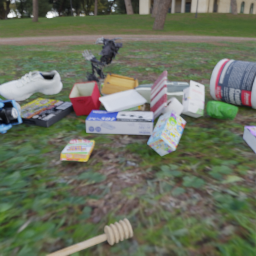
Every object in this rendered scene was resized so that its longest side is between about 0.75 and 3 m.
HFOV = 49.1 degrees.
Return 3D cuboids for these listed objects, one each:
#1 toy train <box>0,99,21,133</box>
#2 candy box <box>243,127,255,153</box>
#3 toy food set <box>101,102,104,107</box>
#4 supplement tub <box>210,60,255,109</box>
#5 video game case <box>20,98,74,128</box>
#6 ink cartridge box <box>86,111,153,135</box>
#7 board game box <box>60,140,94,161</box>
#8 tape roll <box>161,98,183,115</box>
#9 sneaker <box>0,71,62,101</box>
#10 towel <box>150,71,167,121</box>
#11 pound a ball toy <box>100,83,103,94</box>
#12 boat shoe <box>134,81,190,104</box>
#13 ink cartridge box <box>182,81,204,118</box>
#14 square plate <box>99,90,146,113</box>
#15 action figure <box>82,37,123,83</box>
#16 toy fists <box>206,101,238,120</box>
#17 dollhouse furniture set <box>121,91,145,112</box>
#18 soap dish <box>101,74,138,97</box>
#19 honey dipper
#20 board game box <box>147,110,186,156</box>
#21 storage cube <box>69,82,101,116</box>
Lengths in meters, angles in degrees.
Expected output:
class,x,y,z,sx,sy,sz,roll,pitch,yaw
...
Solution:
class,x,y,z,sx,sy,sz,roll,pitch,yaw
toy train,-5.118,-0.390,10.010,2.676,1.160,1.529,-11,20,4
candy box,4.804,0.388,9.415,1.402,0.501,1.176,0,23,1
toy food set,-0.826,-1.202,13.365,1.351,0.271,0.933,3,24,8
supplement tub,5.513,-2.013,12.992,2.897,2.033,2.033,20,30,39
video game case,-3.731,-0.715,12.211,2.158,0.305,2.388,9,26,18
ink cartridge box,-0.281,-0.213,10.747,2.459,0.544,1.156,2,22,5
board game box,-1.532,0.677,8.623,0.773,0.242,1.617,2,15,0
tape roll,1.797,-0.770,11.495,0.557,0.812,0.812,42,22,-11
sneaker,-3.734,-1.734,10.737,2.353,1.025,0.877,-17,66,-22
towel,1.267,-1.291,11.464,0.199,1.261,1.751,13,61,-17
pound a ball toy,-0.793,-2.191,15.065,1.547,0.657,1.009,-18,41,-35
boat shoe,1.661,-1.758,13.196,2.911,1.060,0.899,3,61,-11
ink cartridge box,2.738,-1.197,11.767,0.793,1.355,0.456,15,-17,-23
square plate,-0.255,-1.085,11.526,1.604,0.230,1.620,-15,28,-13
action figure,-1.348,-3.541,13.688,1.476,2.893,1.719,41,50,4
toy fists,3.656,-0.693,11.231,0.990,0.668,1.942,19,9,8
dollhouse furniture set,0.115,-1.193,12.142,1.007,0.778,2.015,-5,10,-2
soap dish,-0.353,-1.996,13.698,1.774,0.720,1.395,11,36,-3
honey dipper,-0.905,2.257,5.328,2.029,0.385,0.385,-15,27,-19
board game box,1.242,0.157,8.939,0.659,0.648,1.257,-32,22,49
storage cube,-1.806,-1.234,12.008,0.996,1.047,1.165,-3,44,12
